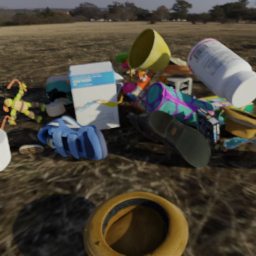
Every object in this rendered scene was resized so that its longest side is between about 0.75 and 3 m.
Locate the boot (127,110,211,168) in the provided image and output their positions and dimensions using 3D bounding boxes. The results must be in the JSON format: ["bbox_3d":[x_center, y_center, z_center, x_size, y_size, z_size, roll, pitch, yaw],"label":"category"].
[{"bbox_3d":[1.226,0.245,8.993,0.886,2.560,2.229,-51,9,-10],"label":"boot"}]

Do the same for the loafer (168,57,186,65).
[{"bbox_3d":[2.103,-2.921,12.488,1.094,0.414,0.374,28,67,-4],"label":"loafer"}]

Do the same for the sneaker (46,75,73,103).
[{"bbox_3d":[-2.120,-1.678,12.162,2.874,1.148,1.026,-7,-19,4],"label":"sneaker"}]

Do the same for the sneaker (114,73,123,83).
[{"bbox_3d":[-1.106,-2.479,15.303,0.756,0.682,1.844,41,44,8],"label":"sneaker"}]

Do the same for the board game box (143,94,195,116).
[{"bbox_3d":[1.470,-0.699,11.274,1.843,0.569,1.844,-41,34,-26],"label":"board game box"}]

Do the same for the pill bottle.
[{"bbox_3d":[3.304,-1.918,9.752,1.428,1.428,2.519,-11,46,-23],"label":"pill bottle"}]

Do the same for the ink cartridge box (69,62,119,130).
[{"bbox_3d":[-1.310,-1.218,10.892,1.625,2.247,1.654,-8,25,-7],"label":"ink cartridge box"}]

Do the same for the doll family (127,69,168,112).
[{"bbox_3d":[0.959,-1.440,11.432,1.166,1.606,2.588,38,-2,6],"label":"doll family"}]

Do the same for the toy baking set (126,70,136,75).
[{"bbox_3d":[0.738,-3.823,19.374,1.400,0.212,1.824,15,28,24],"label":"toy baking set"}]

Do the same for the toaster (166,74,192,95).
[{"bbox_3d":[2.257,-1.724,13.228,1.530,1.383,0.908,-23,35,-40],"label":"toaster"}]

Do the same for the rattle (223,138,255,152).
[{"bbox_3d":[4.411,0.030,8.253,1.849,2.029,2.840,-1,12,-44],"label":"rattle"}]

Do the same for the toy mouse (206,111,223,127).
[{"bbox_3d":[2.854,-0.267,9.545,1.148,1.021,0.222,35,47,-17],"label":"toy mouse"}]

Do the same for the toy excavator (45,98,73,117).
[{"bbox_3d":[-2.808,-1.467,13.116,2.597,1.297,2.525,-26,32,-22],"label":"toy excavator"}]

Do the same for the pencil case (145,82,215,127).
[{"bbox_3d":[1.899,-0.755,9.933,2.604,1.108,1.203,15,-11,-28],"label":"pencil case"}]

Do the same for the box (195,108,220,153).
[{"bbox_3d":[2.598,0.076,9.153,0.280,1.217,0.967,-24,38,-9],"label":"box"}]

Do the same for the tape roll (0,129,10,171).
[{"bbox_3d":[-4.755,0.769,8.270,2.325,0.813,2.325,0,24,0],"label":"tape roll"}]

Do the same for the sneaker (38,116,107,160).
[{"bbox_3d":[-1.779,0.430,8.816,1.212,1.090,2.947,-20,23,-37],"label":"sneaker"}]

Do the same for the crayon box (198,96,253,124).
[{"bbox_3d":[3.769,-0.761,11.804,2.442,0.711,1.450,-11,26,-21],"label":"crayon box"}]

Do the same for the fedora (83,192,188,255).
[{"bbox_3d":[0.146,2.090,5.298,2.038,0.831,2.038,-1,27,0],"label":"fedora"}]

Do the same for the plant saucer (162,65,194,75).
[{"bbox_3d":[2.807,-2.735,13.243,2.575,0.416,2.575,1,11,0],"label":"plant saucer"}]

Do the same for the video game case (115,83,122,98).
[{"bbox_3d":[-0.948,-1.711,12.784,1.145,0.144,1.599,5,31,9],"label":"video game case"}]

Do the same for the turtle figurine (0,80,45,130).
[{"bbox_3d":[-4.184,-0.717,10.962,0.654,2.032,1.639,-2,-17,45],"label":"turtle figurine"}]

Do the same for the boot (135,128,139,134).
[{"bbox_3d":[0.607,-0.008,10.683,0.683,0.272,0.785,1,23,4],"label":"boot"}]

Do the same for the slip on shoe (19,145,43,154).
[{"bbox_3d":[-3.152,0.674,9.166,0.763,0.290,0.231,-8,31,0],"label":"slip on shoe"}]

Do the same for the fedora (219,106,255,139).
[{"bbox_3d":[4.091,-0.142,10.127,1.980,0.807,1.980,17,17,-5],"label":"fedora"}]

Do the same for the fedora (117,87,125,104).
[{"bbox_3d":[-0.778,-1.620,13.710,1.835,0.748,1.835,1,24,0],"label":"fedora"}]

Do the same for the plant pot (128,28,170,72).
[{"bbox_3d":[0.992,-2.990,11.478,1.232,1.736,1.736,18,13,-31],"label":"plant pot"}]

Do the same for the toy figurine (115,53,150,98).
[{"bbox_3d":[0.411,-2.287,12.895,2.024,1.863,1.519,1,-6,-24],"label":"toy figurine"}]
